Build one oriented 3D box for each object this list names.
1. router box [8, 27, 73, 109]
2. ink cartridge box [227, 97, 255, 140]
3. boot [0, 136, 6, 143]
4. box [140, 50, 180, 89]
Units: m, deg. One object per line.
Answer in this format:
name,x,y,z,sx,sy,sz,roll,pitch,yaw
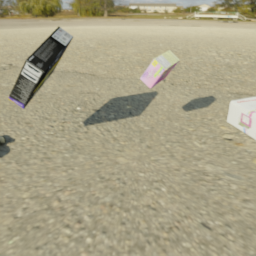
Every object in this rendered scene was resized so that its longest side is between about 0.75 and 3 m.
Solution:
router box,-2.945,-2.076,9.542,0.643,1.936,2.462,34,41,-14
ink cartridge box,5.523,-0.342,11.366,1.766,1.034,2.444,-9,29,-17
boot,-4.928,0.563,10.177,1.617,0.547,1.056,25,30,38
box,1.179,-2.165,10.360,0.572,1.041,1.184,46,46,6
